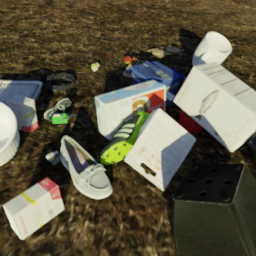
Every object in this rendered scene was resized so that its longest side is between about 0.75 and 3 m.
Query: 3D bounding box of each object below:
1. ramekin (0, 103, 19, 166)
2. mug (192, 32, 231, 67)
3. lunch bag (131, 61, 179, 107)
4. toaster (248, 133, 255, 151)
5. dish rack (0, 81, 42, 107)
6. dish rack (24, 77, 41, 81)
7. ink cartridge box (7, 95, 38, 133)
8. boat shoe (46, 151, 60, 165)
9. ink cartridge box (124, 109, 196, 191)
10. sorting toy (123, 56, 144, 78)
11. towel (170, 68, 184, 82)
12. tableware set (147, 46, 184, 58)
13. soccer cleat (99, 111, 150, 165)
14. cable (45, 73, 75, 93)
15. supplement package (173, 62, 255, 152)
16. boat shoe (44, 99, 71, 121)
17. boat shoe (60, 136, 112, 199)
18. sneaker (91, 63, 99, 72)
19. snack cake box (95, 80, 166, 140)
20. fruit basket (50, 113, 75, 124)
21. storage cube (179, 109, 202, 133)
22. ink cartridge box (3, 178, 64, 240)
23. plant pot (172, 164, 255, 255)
[{"bbox_3d":[-4.818,0.287,9.404,2.303,1.123,2.303,2,60,-4],"label":"ramekin"},{"bbox_3d":[4.174,-3.747,14.859,1.534,1.822,2.078,42,53,5],"label":"mug"},{"bbox_3d":[1.173,-2.156,12.981,1.637,1.594,2.410,-19,41,-25],"label":"lunch bag"},{"bbox_3d":[4.850,0.316,9.901,0.639,1.125,0.727,44,42,10],"label":"toaster"},{"bbox_3d":[-5.447,-1.406,12.808,2.763,0.602,2.372,0,35,0],"label":"dish rack"},{"bbox_3d":[-4.963,-2.403,14.523,0.679,0.241,0.885,12,35,14],"label":"dish rack"},{"bbox_3d":[-4.135,-0.561,11.007,0.928,1.279,0.533,17,34,22],"label":"ink cartridge box"},{"bbox_3d":[-2.466,1.014,9.371,0.380,0.352,1.030,-34,1,-12],"label":"boat shoe"},{"bbox_3d":[0.967,0.665,8.768,1.640,0.510,2.038,39,74,-12],"label":"ink cartridge box"},{"bbox_3d":[0.404,-3.209,14.975,2.315,0.392,1.116,26,76,37],"label":"sorting toy"},{"bbox_3d":[2.021,-2.610,14.717,1.599,0.396,1.181,-20,47,-26],"label":"towel"},{"bbox_3d":[2.380,-4.661,17.521,2.050,0.411,1.355,-21,37,-30],"label":"tableware set"},{"bbox_3d":[-0.115,0.337,9.819,2.398,0.810,0.972,-42,39,-10],"label":"soccer cleat"},{"bbox_3d":[-3.441,-2.249,14.204,1.465,0.456,1.795,1,34,-8],"label":"cable"},{"bbox_3d":[3.378,-0.840,10.026,1.649,1.644,2.811,-22,58,-43],"label":"supplement package"},{"bbox_3d":[-2.932,-0.770,11.907,1.328,0.497,0.411,-37,48,-28],"label":"boat shoe"},{"bbox_3d":[-1.413,1.230,8.874,0.928,0.807,2.517,-23,48,-28],"label":"boat shoe"},{"bbox_3d":[-1.863,-3.513,15.867,0.339,0.343,0.898,-36,25,22],"label":"sneaker"},{"bbox_3d":[0.150,-0.752,10.997,2.700,1.553,0.907,-20,33,-25],"label":"snack cake box"},{"bbox_3d":[-2.685,-0.453,11.532,0.830,0.420,0.896,-2,21,27],"label":"fruit basket"},{"bbox_3d":[2.518,-0.308,11.128,0.857,0.771,0.733,-5,36,-8],"label":"storage cube"},{"bbox_3d":[-2.500,2.141,7.520,0.564,0.981,1.351,26,43,35],"label":"ink cartridge box"},{"bbox_3d":[2.109,1.947,6.569,1.995,1.774,2.000,-6,28,38],"label":"plant pot"}]
